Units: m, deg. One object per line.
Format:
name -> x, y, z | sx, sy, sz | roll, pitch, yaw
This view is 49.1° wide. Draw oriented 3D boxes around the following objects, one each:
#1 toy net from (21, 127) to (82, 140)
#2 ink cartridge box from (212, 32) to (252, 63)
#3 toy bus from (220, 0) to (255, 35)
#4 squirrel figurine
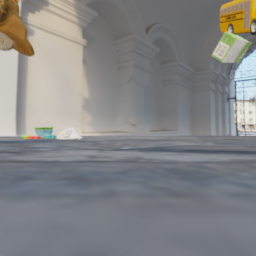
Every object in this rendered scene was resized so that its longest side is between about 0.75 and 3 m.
toy net -> -2.921, 0.189, 10.800 | 2.604, 0.503, 1.366 | -1, -2, 36
ink cartridge box -> 2.607, -1.977, 7.010 | 0.355, 0.621, 1.197 | 42, 33, 25
toy bus -> 3.459, -3.106, 7.805 | 0.847, 1.019, 2.603 | -6, 16, -3
squirrel figurine -> -2.544, -2.339, 5.610 | 1.057, 1.394, 1.493 | -6, -33, 1
